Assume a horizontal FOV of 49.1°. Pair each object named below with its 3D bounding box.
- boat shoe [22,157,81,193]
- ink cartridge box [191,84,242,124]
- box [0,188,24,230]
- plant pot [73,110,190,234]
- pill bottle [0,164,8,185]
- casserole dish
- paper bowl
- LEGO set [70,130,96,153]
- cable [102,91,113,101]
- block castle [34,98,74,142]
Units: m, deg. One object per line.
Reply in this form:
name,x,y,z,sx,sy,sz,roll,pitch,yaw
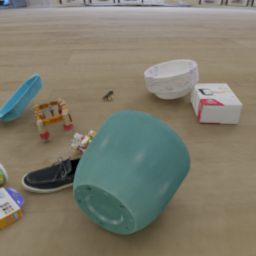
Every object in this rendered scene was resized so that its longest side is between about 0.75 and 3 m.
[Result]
boat shoe,-1.915,1.344,8.689,2.682,0.835,1.000,-7,34,-9
ink cartridge box,3.882,-1.144,12.652,1.706,0.990,2.312,0,32,0
box,-3.790,2.341,7.474,1.915,0.397,1.140,-23,38,-37
plant pot,-0.070,1.275,7.157,2.744,2.744,2.202,15,43,23
pill bottle,-4.358,1.604,8.366,0.702,0.702,1.265,23,39,33
casserole dish,-4.665,-1.253,12.225,1.665,0.533,2.748,-12,41,42
paper bowl,2.190,-2.364,13.983,2.622,1.364,2.622,-13,26,6
LEGO set,-1.459,0.622,10.079,0.682,0.843,1.834,26,8,11
cable,-0.999,-1.609,14.288,0.539,0.279,1.109,-15,18,7
block castle,-3.039,-0.346,11.413,1.371,0.963,2.052,-19,30,-13
